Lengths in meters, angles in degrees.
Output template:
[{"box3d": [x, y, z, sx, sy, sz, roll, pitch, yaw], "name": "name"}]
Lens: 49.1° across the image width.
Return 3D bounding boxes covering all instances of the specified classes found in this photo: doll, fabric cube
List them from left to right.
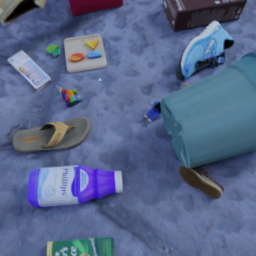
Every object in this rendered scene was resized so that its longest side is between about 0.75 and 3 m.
[{"box3d": [-1.531, -6.145, 11.032, 2.177, 2.142, 2.184, -15, 65, -7], "name": "fabric cube"}, {"box3d": [0.938, -0.618, 9.152, 0.915, 0.222, 0.624, -43, 65, 1], "name": "doll"}]

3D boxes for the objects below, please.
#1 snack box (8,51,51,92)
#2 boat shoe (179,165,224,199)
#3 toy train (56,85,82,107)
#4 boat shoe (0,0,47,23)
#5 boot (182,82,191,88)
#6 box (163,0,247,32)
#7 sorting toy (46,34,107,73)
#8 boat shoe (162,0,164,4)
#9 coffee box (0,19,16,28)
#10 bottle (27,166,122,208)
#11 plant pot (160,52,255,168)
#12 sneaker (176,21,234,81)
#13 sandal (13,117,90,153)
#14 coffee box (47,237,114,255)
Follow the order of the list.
[{"box3d": [-3.552, -2.065, 10.066, 0.641, 0.217, 1.782, -40, 70, -18], "name": "snack box"}, {"box3d": [2.157, 1.502, 8.206, 1.402, 0.506, 0.505, 31, 37, 25], "name": "boat shoe"}, {"box3d": [-2.014, -1.208, 9.566, 0.562, 0.411, 0.972, -22, 65, -22], "name": "toy train"}, {"box3d": [-2.984, -4.281, 9.113, 2.789, 0.999, 1.062, -31, 78, 3], "name": "boat shoe"}, {"box3d": [2.139, -1.058, 9.496, 1.016, 0.357, 0.743, 29, 68, 14], "name": "boot"}, {"box3d": [2.964, -4.871, 11.025, 2.828, 1.060, 1.416, -13, 65, -5], "name": "box"}, {"box3d": [-1.945, -2.763, 10.362, 2.113, 0.311, 1.562, -10, 64, -5], "name": "sorting toy"}, {"box3d": [1.966, -5.442, 11.672, 1.233, 0.456, 0.409, -17, 52, -10], "name": "boat shoe"}, {"box3d": [-5.136, -4.608, 11.204, 1.139, 0.454, 0.651, 33, 68, 15], "name": "coffee box"}, {"box3d": [-1.454, 1.612, 7.878, 2.565, 0.837, 1.071, -3, 62, -1], "name": "bottle"}, {"box3d": [2.567, -0.305, 7.907, 2.800, 2.859, 2.859, -20, 65, -2], "name": "plant pot"}, {"box3d": [2.788, -2.609, 9.868, 1.282, 1.117, 2.850, 39, 70, 14], "name": "sneaker"}, {"box3d": [-2.394, 0.187, 8.690, 2.463, 0.665, 0.989, -11, 64, -5], "name": "sandal"}, {"box3d": [-1.222, 3.438, 7.223, 1.742, 0.383, 1.071, -3, 63, -1], "name": "coffee box"}]
